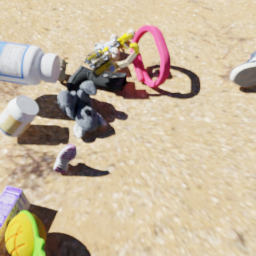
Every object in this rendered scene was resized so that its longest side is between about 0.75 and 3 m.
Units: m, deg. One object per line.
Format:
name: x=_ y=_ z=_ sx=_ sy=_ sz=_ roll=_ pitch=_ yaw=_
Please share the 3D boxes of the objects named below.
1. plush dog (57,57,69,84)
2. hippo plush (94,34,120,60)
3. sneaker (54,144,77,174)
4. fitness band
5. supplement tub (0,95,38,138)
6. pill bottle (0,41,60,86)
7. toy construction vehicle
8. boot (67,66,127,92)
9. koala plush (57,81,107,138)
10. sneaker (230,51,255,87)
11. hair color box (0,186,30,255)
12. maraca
plush dog: x=-2.661 y=-2.216 z=10.807 sx=0.897 sy=1.118 sz=0.960 roll=-14 pitch=69 yaw=11
hippo plush: x=-0.946 y=-3.495 z=11.999 sx=1.002 sy=0.992 sz=1.246 roll=-10 pitch=51 yaw=-9
sneaker: x=-1.848 y=0.818 z=8.222 sx=0.463 sy=1.152 sz=0.509 roll=21 pitch=38 yaw=-21
fitness band: x=0.839 y=-2.713 z=10.699 sx=0.451 sy=1.731 sz=2.410 roll=-6 pitch=72 yaw=-35
supplement tub: x=-3.546 y=-0.365 z=9.005 sx=0.905 sy=1.251 sz=0.905 roll=34 pitch=33 yaw=-26
pill bottle: x=-3.512 y=-2.090 z=9.247 sx=2.331 sy=1.308 sz=1.308 roll=9 pitch=50 yaw=0
toy construction vehicle: x=-0.614 y=-2.675 z=10.568 sx=2.318 sy=0.816 sz=2.018 roll=-27 pitch=26 yaw=16
boot: x=-1.159 y=-1.663 z=10.726 sx=1.974 sy=0.648 sz=1.627 roll=15 pitch=53 yaw=7
koala plush: x=-1.498 y=-0.493 z=9.447 sx=1.371 sy=1.421 sz=1.546 roll=-28 pitch=77 yaw=-27
sneaker: x=4.986 y=-2.477 z=11.155 sx=2.818 sy=1.056 sz=1.191 roll=-14 pitch=50 yaw=-23
hair color box: x=-3.133 y=2.385 z=7.048 sx=0.514 sy=0.868 sz=1.587 roll=13 pitch=51 yaw=10
maraca: x=-2.265 y=2.590 z=6.372 sx=0.853 sy=1.093 sz=1.595 roll=3 pitch=20 yaw=-41
